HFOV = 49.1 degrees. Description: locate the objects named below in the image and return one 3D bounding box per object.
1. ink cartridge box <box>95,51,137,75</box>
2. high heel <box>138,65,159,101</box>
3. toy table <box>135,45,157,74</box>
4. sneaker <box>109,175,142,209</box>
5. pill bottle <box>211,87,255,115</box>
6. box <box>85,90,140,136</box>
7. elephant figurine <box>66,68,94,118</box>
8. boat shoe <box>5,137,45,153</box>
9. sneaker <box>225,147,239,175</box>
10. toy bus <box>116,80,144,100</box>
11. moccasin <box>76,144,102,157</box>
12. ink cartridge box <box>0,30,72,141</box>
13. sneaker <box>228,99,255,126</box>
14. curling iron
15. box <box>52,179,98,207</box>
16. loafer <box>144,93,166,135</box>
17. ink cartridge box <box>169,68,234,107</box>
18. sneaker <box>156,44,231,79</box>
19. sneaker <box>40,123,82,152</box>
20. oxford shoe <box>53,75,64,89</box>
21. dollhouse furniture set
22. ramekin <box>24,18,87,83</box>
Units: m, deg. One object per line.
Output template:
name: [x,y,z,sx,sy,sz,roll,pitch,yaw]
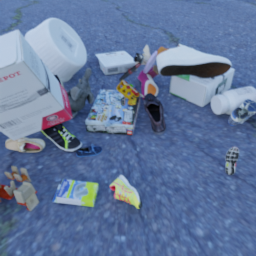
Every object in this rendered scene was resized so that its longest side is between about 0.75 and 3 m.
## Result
ink cartridge box: [-0.656,-3.333,14.251,1.688,0.522,2.082,-11,31,-16]
high heel: [0.677,-1.756,12.001,1.092,0.767,2.277,-28,39,38]
toy table: [0.760,-2.899,11.832,0.611,1.043,0.959,38,22,9]
sneaker: [-0.070,1.699,7.063,0.531,0.459,1.175,-28,34,-18]
pill bottle: [3.949,-0.977,10.431,1.585,0.907,0.907,-12,37,-16]
box: [-0.476,-0.639,10.317,1.634,0.476,2.387,4,35,7]
elephant figurine: [-1.695,-1.261,10.120,1.401,1.087,0.991,-30,10,47]
boat shoe: [-3.186,0.542,8.579,1.191,0.439,0.412,-1,23,-4]
sneaker: [2.884,0.886,7.820,0.334,0.868,0.369,14,28,21]
toy bus: [0.013,-1.301,10.288,0.941,0.486,0.888,47,14,14]
moccasin: [-1.185,0.699,8.590,0.806,0.275,0.324,-14,37,-19]
ink cartridge box: [-2.941,-0.953,7.280,1.952,2.687,1.120,-19,60,4]
sneaker: [4.015,-0.510,9.820,1.536,0.654,0.592,-22,63,-31]
curling iron: [0.115,-2.511,11.970,0.274,2.141,0.531,7,68,-23]
box: [-1.355,1.663,7.202,1.064,0.254,0.649,6,34,3]
loafer: [0.936,-0.634,9.838,0.667,0.584,1.855,-15,51,3]
ink cartridge box: [3.110,-1.968,11.776,1.673,0.964,2.292,29,44,34]
sneaker: [2.455,-2.609,10.420,2.929,1.066,1.240,0,62,-17]
sneaker: [-2.158,0.185,8.748,1.582,0.655,0.567,28,49,9]
oxford shoe: [-2.866,-1.040,10.396,0.996,1.038,2.813,-6,36,-8]
dollhouse furniture set: [-2.925,1.664,7.093,1.226,0.638,1.239,5,33,27]
ramekin: [-3.036,-3.446,12.257,1.285,2.636,2.636,-27,25,27]
